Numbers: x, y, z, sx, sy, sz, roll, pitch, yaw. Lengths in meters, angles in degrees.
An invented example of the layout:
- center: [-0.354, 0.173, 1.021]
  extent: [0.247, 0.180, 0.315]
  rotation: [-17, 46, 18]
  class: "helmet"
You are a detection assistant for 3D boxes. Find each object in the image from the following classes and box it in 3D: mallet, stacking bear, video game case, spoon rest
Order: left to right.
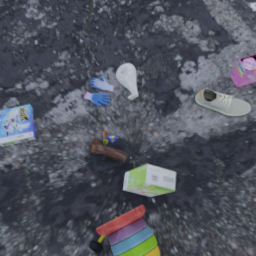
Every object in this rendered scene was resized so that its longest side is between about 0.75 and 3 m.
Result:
- center: [-4.291, -0.110, 10.721]
  extent: [1.296, 0.325, 1.429]
  rotation: [-13, 66, -7]
  class: "video game case"
- center: [-0.694, 3.467, 9.123]
  extent: [0.445, 0.278, 1.351]
  rotation: [47, 62, -1]
  class: "mallet"
- center: [0.020, -1.870, 11.417]
  extent: [0.886, 0.540, 1.783]
  rotation: [-27, 60, 18]
  class: "spoon rest"
- center: [0.333, 3.825, 8.319]
  extent: [1.553, 1.454, 2.558]
  rotation: [-26, 74, -5]
  class: "stacking bear"

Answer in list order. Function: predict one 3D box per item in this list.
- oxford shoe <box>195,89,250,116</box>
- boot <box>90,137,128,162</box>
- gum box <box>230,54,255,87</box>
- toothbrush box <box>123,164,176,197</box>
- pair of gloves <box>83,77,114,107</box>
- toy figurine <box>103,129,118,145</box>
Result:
- center: [3.737, -1.013, 10.983]
  extent: [2.153, 0.622, 0.809]
  rotation: [16, 63, 5]
  class: "oxford shoe"
- center: [-0.675, 0.795, 10.071]
  extent: [1.339, 1.248, 0.430]
  rotation: [15, 105, -8]
  class: "boot"
- center: [5.338, -2.467, 11.347]
  extent: [2.013, 1.142, 0.666]
  rotation: [-17, 67, -8]
  class: "gum box"
- center: [0.664, 1.737, 9.058]
  extent: [1.091, 1.498, 0.645]
  rotation: [19, 65, -22]
  class: "toothbrush box"
- center: [-1.149, -1.498, 11.376]
  extent: [1.067, 0.151, 1.327]
  rotation: [18, 66, 0]
  class: "pair of gloves"
- center: [-0.623, 0.332, 10.106]
  extent: [0.510, 0.852, 0.449]
  rotation: [-1, 101, -1]
  class: "toy figurine"
